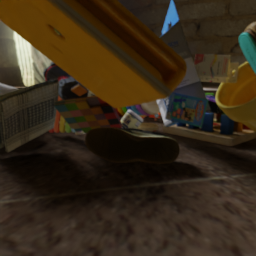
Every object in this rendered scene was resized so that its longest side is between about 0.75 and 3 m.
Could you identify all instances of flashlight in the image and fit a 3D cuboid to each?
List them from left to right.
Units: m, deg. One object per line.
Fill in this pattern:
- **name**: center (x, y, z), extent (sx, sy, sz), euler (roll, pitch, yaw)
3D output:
- **flashlight**: center (-1.895, -1.321, 8.185), extent (0.909, 0.913, 2.686), euler (-12, 23, -18)

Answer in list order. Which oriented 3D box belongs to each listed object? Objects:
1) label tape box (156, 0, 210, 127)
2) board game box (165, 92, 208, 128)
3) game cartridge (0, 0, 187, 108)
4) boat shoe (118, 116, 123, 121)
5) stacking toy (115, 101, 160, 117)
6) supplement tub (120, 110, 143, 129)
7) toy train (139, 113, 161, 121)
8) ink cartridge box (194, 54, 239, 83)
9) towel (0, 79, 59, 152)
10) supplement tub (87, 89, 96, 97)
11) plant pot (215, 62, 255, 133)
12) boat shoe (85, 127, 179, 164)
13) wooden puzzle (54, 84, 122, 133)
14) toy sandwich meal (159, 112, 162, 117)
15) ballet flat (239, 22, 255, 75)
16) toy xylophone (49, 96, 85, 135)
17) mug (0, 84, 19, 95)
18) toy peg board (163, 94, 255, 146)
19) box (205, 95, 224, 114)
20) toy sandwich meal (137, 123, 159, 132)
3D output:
- **label tape box**: center (1.091, -1.566, 7.612), extent (0.913, 2.884, 2.080), euler (-18, -4, -2)
- **board game box**: center (1.233, -0.386, 5.945), extent (0.797, 0.606, 0.179), euler (14, 8, 10)
- **game cartridge**: center (-0.704, -1.056, 3.244), extent (2.221, 0.409, 2.519), euler (38, -5, -12)
- **boat shoe**: center (-0.095, -0.370, 11.122), extent (0.578, 0.492, 1.728), euler (9, 15, 34)
- **stacking toy**: center (0.029, -0.841, 10.642), extent (1.123, 1.123, 2.630), euler (-11, -1, -44)
- **supplement tub**: center (0.018, -0.090, 8.551), extent (0.574, 0.791, 0.574), euler (37, 1, -1)
- **toy train**: center (0.954, -0.585, 12.582), extent (1.140, 0.422, 1.518), euler (1, 14, 1)
- **ink cartridge box**: center (2.449, -1.656, 7.825), extent (1.181, 0.688, 0.399), euler (7, -15, 20)
- **towel**: center (-2.466, -0.260, 6.820), extent (0.310, 1.729, 1.795), euler (43, 46, 21)
- **supplement tub**: center (-0.779, -1.915, 15.781), extent (2.865, 1.755, 1.755), euler (-1, 11, 0)
- **plant pot**: center (3.731, -0.688, 7.751), extent (1.802, 1.915, 1.915), euler (42, -6, -22)
- **boat shoe**: center (0.098, 0.418, 6.642), extent (2.203, 0.806, 0.714), euler (10, 6, 9)
- **wooden puzzle**: center (-0.991, -0.320, 7.285), extent (1.392, 0.165, 2.348), euler (-6, -32, 11)
- **toy sandwich meal**: center (1.837, -0.739, 13.511), extent (0.914, 0.313, 0.914), euler (0, 11, 0)
- **ballet flat**: center (2.538, -0.642, 4.434), extent (0.830, 2.294, 0.778), euler (-24, 7, 2)
- **toy xylophone**: center (-1.939, -0.572, 8.908), extent (0.540, 1.575, 2.151), euler (0, 3, -44)
- **mug**: center (-4.530, -0.863, 9.681), extent (2.044, 1.994, 2.490), euler (9, 46, 4)
- **toy peg board**: center (2.983, -0.444, 9.492), extent (2.597, 1.276, 2.608), euler (-9, 14, -41)
- **box**: center (2.695, -0.763, 8.874), extent (0.637, 0.356, 0.903), euler (-8, 24, -32)
- **toy sandwich meal**: center (0.605, 0.058, 9.516), extent (0.947, 0.324, 0.947), euler (1, 14, 0)
